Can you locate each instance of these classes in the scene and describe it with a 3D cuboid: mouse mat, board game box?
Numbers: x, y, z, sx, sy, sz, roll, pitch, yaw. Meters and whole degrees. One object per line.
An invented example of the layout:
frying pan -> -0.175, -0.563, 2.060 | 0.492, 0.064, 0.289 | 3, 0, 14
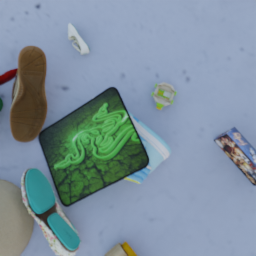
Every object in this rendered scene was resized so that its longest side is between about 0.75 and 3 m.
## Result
mouse mat -> -1.080, 0.548, 7.592 | 2.938, 0.111, 2.364 | -30, 74, 18
board game box -> 3.191, 0.820, 7.658 | 0.300, 1.173, 1.732 | -39, 81, -8

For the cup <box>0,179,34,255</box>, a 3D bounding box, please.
cup -> -3.892, 2.512, 7.024 | 2.479, 1.773, 2.479 | 0, 78, 0

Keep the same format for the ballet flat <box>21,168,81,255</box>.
ballet flat -> -2.233, 2.338, 7.513 | 0.826, 0.977, 2.584 | -38, 78, 35

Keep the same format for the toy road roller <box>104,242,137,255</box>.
toy road roller -> -0.031, 3.711, 7.190 | 0.820, 0.974, 1.335 | -39, 81, -7

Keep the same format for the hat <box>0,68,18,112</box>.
hat -> -4.070, -0.689, 8.446 | 2.623, 2.309, 2.173 | -22, 88, 30

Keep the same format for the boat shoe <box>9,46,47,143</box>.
boat shoe -> -2.866, -0.966, 8.052 | 0.987, 0.984, 2.735 | 1, 106, -24

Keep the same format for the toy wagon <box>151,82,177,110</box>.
toy wagon -> 1.035, -0.926, 8.410 | 0.696, 0.177, 0.897 | 22, 75, 0

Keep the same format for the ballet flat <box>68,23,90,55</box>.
ballet flat -> -1.639, -2.759, 8.742 | 0.398, 0.398, 1.147 | -34, 84, -6

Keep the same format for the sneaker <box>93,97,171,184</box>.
sneaker -> -0.355, 0.464, 7.781 | 2.727, 1.085, 1.780 | 37, 80, 8
